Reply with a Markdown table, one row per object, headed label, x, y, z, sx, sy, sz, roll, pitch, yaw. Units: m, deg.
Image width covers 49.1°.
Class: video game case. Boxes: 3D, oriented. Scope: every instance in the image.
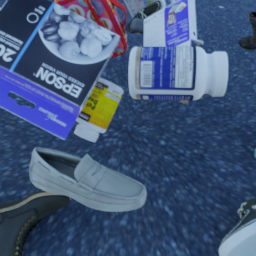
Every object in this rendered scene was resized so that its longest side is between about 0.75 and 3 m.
| label | x | y | z | sx | sy | sz | roll | pitch | yaw |
| --- | --- | --- | --- | --- | --- | --- | --- | --- | --- |
| video game case | 0.743 | -4.781 | 10.494 | 2.093 | 1.499 | 0.189 | -1 | 37 | 49 |

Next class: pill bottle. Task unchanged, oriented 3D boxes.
| label | x | y | z | sx | sy | sz | roll | pitch | yaw |
| --- | --- | --- | --- | --- | --- | --- | --- | --- | --- |
| pill bottle | -0.818 | -0.460 | 7.421 | 0.872 | 0.872 | 1.595 | 25 | 91 | 26 |
| pill bottle | 1.051 | -1.164 | 6.045 | 1.980 | 1.146 | 1.146 | 3 | 41 | 8 |

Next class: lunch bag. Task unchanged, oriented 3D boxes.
| label | x | y | z | sx | sy | sz | roll | pitch | yaw |
| --- | --- | --- | --- | --- | --- | --- | --- | --- | --- |
| lunch bag | -1.151 | -3.685 | 10.012 | 2.362 | 2.682 | 1.099 | -13 | 48 | 19 |

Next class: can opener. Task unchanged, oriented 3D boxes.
| label | x | y | z | sx | sy | sz | roll | pitch | yaw |
| --- | --- | --- | --- | --- | --- | --- | --- | --- | --- |
| can opener | 1.291 | -2.962 | 9.429 | 2.547 | 0.852 | 0.679 | 11 | 14 | -9 |

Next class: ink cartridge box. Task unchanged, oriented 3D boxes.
| label | x | y | z | sx | sy | sz | roll | pitch | yaw |
| --- | --- | --- | --- | --- | --- | --- | --- | --- | --- |
| ink cartridge box | 1.006 | -2.306 | 7.072 | 0.334 | 1.541 | 1.527 | 13 | -17 | -42 |
| ink cartridge box | -2.031 | -1.557 | 6.565 | 2.763 | 0.605 | 2.789 | 27 | 79 | -1 |

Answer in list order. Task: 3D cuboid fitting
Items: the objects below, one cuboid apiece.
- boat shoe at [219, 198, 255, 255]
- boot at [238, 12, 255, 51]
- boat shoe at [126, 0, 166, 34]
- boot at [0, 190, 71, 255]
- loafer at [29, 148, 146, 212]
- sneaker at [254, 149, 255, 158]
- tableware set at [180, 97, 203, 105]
| label | x | y | z | sx | sy | sz | roll | pitch | yaw |
| --- | --- | --- | --- | --- | --- | --- | --- | --- | --- |
| boat shoe | 3.179 | 2.232 | 6.714 | 2.948 | 1.042 | 0.939 | -20 | 32 | -22 |
| boot | 3.318 | -2.534 | 7.220 | 0.447 | 1.124 | 1.292 | -53 | 40 | -9 |
| boat shoe | 0.579 | -3.804 | 9.676 | 0.545 | 1.712 | 0.605 | -11 | 77 | -42 |
| boot | -2.346 | 2.422 | 6.690 | 2.133 | 0.826 | 1.475 | -19 | 47 | -2 |
| loafer | -0.905 | 1.073 | 6.039 | 2.684 | 0.936 | 0.938 | 11 | 30 | 9 |
| sneaker | 4.884 | 0.464 | 8.858 | 2.197 | 0.852 | 1.002 | -30 | 53 | -29 |
| tableware set | 1.610 | -1.021 | 7.153 | 0.098 | 0.843 | 0.704 | 9 | -8 | -34 |
